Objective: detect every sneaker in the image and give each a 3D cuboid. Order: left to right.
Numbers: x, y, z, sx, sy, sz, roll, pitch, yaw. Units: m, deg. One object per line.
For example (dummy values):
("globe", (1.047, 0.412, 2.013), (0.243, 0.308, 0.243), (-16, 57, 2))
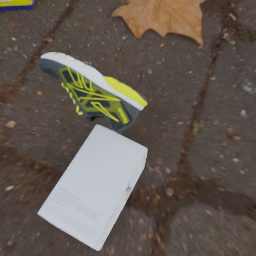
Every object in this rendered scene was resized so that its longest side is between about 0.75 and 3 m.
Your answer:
("sneaker", (-0.853, -0.704, 5.615), (2.405, 0.896, 1.018), (27, 93, 10))

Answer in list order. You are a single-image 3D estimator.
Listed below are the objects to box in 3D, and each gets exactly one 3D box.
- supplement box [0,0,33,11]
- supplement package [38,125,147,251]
("supplement box", (-4.171, -5.475, 8.942), (1.596, 2.914, 1.586), (-4, 64, -2))
("supplement package", (-0.675, 1.335, 6.310), (1.338, 1.333, 2.280), (25, 66, 12))
